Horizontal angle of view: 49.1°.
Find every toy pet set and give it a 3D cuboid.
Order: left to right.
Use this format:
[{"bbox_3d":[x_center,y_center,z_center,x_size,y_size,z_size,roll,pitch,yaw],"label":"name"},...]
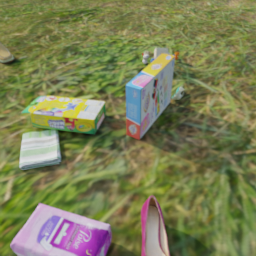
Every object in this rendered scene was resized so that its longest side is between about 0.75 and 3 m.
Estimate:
[{"bbox_3d":[1.606,-3.169,13.375,1.773,0.941,1.655,1,4,-4],"label":"toy pet set"}]

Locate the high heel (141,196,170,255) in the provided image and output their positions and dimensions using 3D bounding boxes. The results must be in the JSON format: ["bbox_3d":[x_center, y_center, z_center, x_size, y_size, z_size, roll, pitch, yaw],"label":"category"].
[{"bbox_3d":[0.618,2.455,6.035,0.649,0.925,1.928,0,39,0],"label":"high heel"}]

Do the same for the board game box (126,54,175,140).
[{"bbox_3d":[0.797,-1.138,9.667,0.524,1.990,2.601,20,42,23],"label":"board game box"}]

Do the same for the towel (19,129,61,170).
[{"bbox_3d":[-2.796,0.603,8.886,1.215,0.250,1.628,-8,39,-11],"label":"towel"}]

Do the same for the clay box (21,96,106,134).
[{"bbox_3d":[-2.213,-0.510,9.871,2.573,0.612,1.478,6,31,9],"label":"clay box"}]

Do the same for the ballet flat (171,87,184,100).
[{"bbox_3d":[2.046,-1.343,11.279,0.344,0.344,0.990,16,40,19],"label":"ballet flat"}]

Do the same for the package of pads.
[{"bbox_3d":[-1.425,2.490,6.156,1.917,0.725,1.155,12,43,15],"label":"package of pads"}]

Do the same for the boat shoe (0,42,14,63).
[{"bbox_3d":[-6.491,-3.936,14.059,0.781,0.830,2.181,-31,48,-33],"label":"boat shoe"}]
